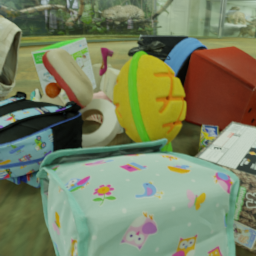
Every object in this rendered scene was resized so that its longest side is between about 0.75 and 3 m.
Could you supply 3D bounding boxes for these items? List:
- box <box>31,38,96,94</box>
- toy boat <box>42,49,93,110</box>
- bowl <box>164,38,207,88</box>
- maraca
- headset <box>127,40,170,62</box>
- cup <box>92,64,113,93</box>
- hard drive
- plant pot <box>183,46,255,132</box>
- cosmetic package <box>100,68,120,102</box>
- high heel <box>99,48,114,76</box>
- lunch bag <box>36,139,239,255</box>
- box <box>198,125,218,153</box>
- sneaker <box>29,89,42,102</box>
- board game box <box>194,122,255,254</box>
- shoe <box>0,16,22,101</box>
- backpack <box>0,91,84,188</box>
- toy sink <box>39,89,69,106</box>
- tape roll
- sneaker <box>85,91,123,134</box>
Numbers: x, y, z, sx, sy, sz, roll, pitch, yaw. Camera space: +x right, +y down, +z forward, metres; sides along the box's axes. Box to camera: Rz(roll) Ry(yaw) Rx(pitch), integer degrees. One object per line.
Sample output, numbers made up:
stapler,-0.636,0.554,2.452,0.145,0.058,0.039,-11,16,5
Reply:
box,-2.364,-2.217,11.091,1.196,2.184,2.475,-3,25,17
toy boat,-1.849,-1.247,7.909,1.181,1.806,1.179,-34,11,18
bowl,2.025,-1.739,10.160,0.565,2.880,2.880,31,35,29
maraca,0.574,-0.293,6.366,1.543,2.884,1.977,-5,33,25
headset,0.570,-1.354,8.255,1.407,2.996,1.850,-14,64,-12
cup,-1.300,-2.550,14.078,1.721,1.231,1.721,0,23,0
hard drive,1.100,-2.027,10.344,1.917,2.843,0.602,-4,34,-11
plant pot,3.507,-1.182,9.567,2.477,2.479,2.185,-17,39,-35
cosmetic package,-0.368,-1.362,8.980,0.577,0.817,1.579,10,17,-26
high heel,-0.733,-1.825,7.775,0.407,0.849,0.286,7,43,-33
lunch bag,-0.100,1.143,4.541,2.396,1.715,2.813,-6,14,-24
box,2.249,0.434,7.838,0.489,0.533,1.522,6,24,15
sneaker,-3.626,-0.792,10.391,0.958,0.933,2.406,-13,25,-9
board game box,2.829,1.133,5.071,2.827,1.369,2.254,16,28,33
shoe,-3.271,-1.388,7.081,0.720,2.698,0.943,22,26,1
backpack,-2.601,0.351,6.427,2.397,1.766,2.626,12,25,27
toy sink,-2.252,-0.921,9.349,0.754,0.877,1.346,-34,-1,-39
tape roll,-1.064,-0.110,8.116,1.673,0.306,1.673,-9,57,14
sneaker,-0.990,-0.507,9.556,1.469,1.058,2.810,-10,26,-3
